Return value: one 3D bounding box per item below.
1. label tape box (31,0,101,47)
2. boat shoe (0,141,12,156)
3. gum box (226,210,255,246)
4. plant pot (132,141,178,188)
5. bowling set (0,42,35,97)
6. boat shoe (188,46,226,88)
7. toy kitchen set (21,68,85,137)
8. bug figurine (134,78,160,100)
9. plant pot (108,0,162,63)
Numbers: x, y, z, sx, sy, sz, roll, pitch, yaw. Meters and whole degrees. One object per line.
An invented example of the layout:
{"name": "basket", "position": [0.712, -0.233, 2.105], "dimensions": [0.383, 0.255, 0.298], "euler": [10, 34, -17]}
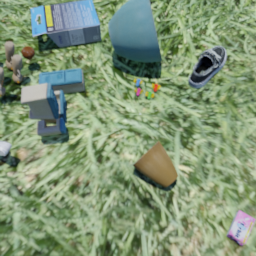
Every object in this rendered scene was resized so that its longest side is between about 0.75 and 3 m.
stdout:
{"name": "label tape box", "position": [-2.636, -4.393, 11.879], "dimensions": [2.676, 0.885, 1.917], "euler": [-13, 56, -6]}
{"name": "boat shoe", "position": [-3.856, 0.553, 8.335], "dimensions": [1.128, 0.406, 0.386], "euler": [-3, 40, 43]}
{"name": "gum box", "position": [2.977, 2.664, 7.423], "dimensions": [0.451, 0.263, 0.795], "euler": [29, 60, 18]}
{"name": "plant pot", "position": [0.882, 1.132, 8.106], "dimensions": [1.118, 1.041, 1.041], "euler": [46, 66, 5]}
{"name": "bowling set", "position": [-4.333, -2.249, 10.363], "dimensions": [1.784, 1.376, 2.564], "euler": [-11, 53, -30]}
{"name": "boat shoe", "position": [3.070, -2.533, 10.624], "dimensions": [0.887, 0.820, 2.401], "euler": [36, 63, 22]}
{"name": "toy kitchen set", "position": [-2.270, -1.297, 8.989], "dimensions": [1.565, 2.128, 2.657], "euler": [-8, 56, -4]}
{"name": "bug figurine", "position": [0.637, -1.422, 10.205], "dimensions": [0.998, 0.257, 0.774], "euler": [18, 63, 6]}
{"name": "plant pot", "position": [0.209, -3.538, 10.442], "dimensions": [1.665, 2.472, 2.472], "euler": [-11, 55, 10]}
